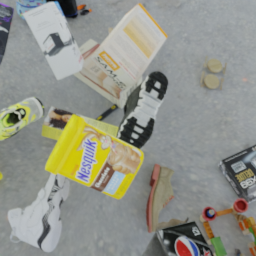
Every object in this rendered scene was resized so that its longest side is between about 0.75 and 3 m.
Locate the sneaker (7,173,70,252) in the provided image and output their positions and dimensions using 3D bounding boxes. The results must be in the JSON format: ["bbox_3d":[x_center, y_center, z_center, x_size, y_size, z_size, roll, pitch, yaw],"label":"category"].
[{"bbox_3d":[-2.492,2.113,7.810,1.366,0.893,2.377,5,76,7],"label":"sneaker"}]

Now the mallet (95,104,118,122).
[{"bbox_3d":[-1.282,-0.053,10.820,2.564,0.528,0.845,-33,65,-21],"label":"mallet"}]

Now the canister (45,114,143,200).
[{"bbox_3d":[-0.710,0.688,6.242,1.794,0.777,1.333,28,94,-18],"label":"canister"}]

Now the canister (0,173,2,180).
[{"bbox_3d":[-5.244,1.504,9.831,1.018,0.593,1.371,-40,67,-20],"label":"canister"}]

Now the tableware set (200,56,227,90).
[{"bbox_3d":[3.651,-2.319,12.174,1.018,0.308,1.539,19,67,-3],"label":"tableware set"}]

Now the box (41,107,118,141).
[{"bbox_3d":[-1.625,0.147,10.060,2.702,0.677,1.017,17,46,-9],"label":"box"}]

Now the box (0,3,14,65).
[{"bbox_3d":[-3.964,-2.675,7.908,1.037,0.900,1.697,15,64,-30],"label":"box"}]

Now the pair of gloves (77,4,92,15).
[{"bbox_3d":[-2.305,-6.084,14.423,0.669,0.093,0.751,-33,68,-18],"label":"pair of gloves"}]

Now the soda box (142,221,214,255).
[{"bbox_3d":[0.734,3.330,5.996,0.948,2.993,1.059,-1,41,-24],"label":"soda box"}]

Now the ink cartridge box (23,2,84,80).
[{"bbox_3d":[-2.110,-2.604,8.343,0.826,1.972,1.431,-21,25,5],"label":"ink cartridge box"}]

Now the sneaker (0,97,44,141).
[{"bbox_3d":[-3.690,-0.232,8.586,0.915,2.426,0.927,61,29,-3],"label":"sneaker"}]

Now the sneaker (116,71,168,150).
[{"bbox_3d":[0.266,-0.333,8.163,0.893,1.216,2.687,30,73,-18],"label":"sneaker"}]

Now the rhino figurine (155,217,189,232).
[{"bbox_3d":[1.157,2.528,6.785,0.450,1.504,0.658,-15,73,-34],"label":"rhino figurine"}]

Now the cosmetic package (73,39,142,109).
[{"bbox_3d":[-0.916,-2.261,11.581,2.802,1.222,1.448,34,69,18],"label":"cosmetic package"}]

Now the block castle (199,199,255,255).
[{"bbox_3d":[3.278,3.432,8.446,1.544,1.084,2.310,-12,61,-7],"label":"block castle"}]

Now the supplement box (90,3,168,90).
[{"bbox_3d":[0.076,-2.503,8.647,1.421,0.829,2.254,44,62,-21],"label":"supplement box"}]

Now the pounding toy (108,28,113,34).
[{"bbox_3d":[0.274,-3.450,12.217,1.601,1.595,2.790,-18,43,-10],"label":"pounding toy"}]

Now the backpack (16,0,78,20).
[{"bbox_3d":[-4.156,-6.620,13.659,2.946,1.982,2.689,-13,62,-6],"label":"backpack"}]

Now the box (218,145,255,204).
[{"bbox_3d":[4.504,1.521,9.846,2.079,0.517,1.640,-21,63,-12],"label":"box"}]

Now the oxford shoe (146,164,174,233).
[{"bbox_3d":[1.096,2.311,9.253,0.868,0.817,2.320,12,62,1],"label":"oxford shoe"}]
